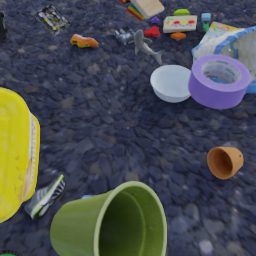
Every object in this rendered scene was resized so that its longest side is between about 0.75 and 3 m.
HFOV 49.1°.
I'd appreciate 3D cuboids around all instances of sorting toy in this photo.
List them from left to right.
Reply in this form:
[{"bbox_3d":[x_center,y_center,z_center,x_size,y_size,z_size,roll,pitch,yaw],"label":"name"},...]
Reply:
[{"bbox_3d":[0.257,-3.527,7.721,1.254,0.439,1.261,49,40,-5],"label":"sorting toy"}]

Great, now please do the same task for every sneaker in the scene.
[{"bbox_3d":[-2.003,1.594,6.773,0.502,0.458,1.241,24,55,21],"label":"sneaker"},{"bbox_3d":[-1.614,-3.144,10.414,1.097,0.400,0.423,15,71,19],"label":"sneaker"}]

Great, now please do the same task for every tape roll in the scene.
[{"bbox_3d":[1.677,-0.879,5.242,1.051,0.447,1.051,1,51,-2],"label":"tape roll"}]

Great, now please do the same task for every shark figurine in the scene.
[{"bbox_3d":[0.409,-2.117,7.547,0.694,1.162,0.485,8,70,46],"label":"shark figurine"}]

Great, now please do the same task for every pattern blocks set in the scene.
[{"bbox_3d":[2.000,-4.058,10.965,2.337,0.189,2.054,10,52,21],"label":"pattern blocks set"}]

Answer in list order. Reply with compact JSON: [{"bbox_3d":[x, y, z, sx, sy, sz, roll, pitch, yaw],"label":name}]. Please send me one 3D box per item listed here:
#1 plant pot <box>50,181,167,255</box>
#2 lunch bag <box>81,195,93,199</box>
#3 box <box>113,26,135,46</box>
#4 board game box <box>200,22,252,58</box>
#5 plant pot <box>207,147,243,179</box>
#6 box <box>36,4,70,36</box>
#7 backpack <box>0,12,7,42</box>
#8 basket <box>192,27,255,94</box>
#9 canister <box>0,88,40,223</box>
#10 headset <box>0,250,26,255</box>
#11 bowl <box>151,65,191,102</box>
[{"bbox_3d":[-0.366,1.431,3.822,1.270,1.337,1.337,-12,41,41],"label":"plant pot"},{"bbox_3d":[-0.812,2.100,6.427,0.821,0.387,1.024,11,53,6],"label":"lunch bag"},{"bbox_3d":[-0.085,-3.542,10.771,0.674,0.183,0.842,-22,56,-15],"label":"box"},{"bbox_3d":[3.953,-2.993,10.212,2.364,0.405,1.589,23,57,16],"label":"board game box"},{"bbox_3d":[2.533,0.841,7.170,0.574,0.820,0.820,-12,52,-31],"label":"plant pot"},{"bbox_3d":[-2.174,-3.140,8.134,0.783,0.193,0.625,45,66,-1],"label":"box"},{"bbox_3d":[-5.402,-3.670,10.120,1.546,1.373,1.164,8,41,10],"label":"backpack"},{"bbox_3d":[3.478,-1.897,8.268,2.437,1.923,2.764,-25,26,-17],"label":"basket"},{"bbox_3d":[-1.490,0.322,3.304,0.770,1.779,1.321,4,83,-15],"label":"canister"},{"bbox_3d":[-2.886,3.313,5.431,2.176,1.022,1.344,-11,48,-27],"label":"headset"},{"bbox_3d":[1.404,-1.275,8.786,1.424,0.640,1.424,0,54,0],"label":"bowl"}]
